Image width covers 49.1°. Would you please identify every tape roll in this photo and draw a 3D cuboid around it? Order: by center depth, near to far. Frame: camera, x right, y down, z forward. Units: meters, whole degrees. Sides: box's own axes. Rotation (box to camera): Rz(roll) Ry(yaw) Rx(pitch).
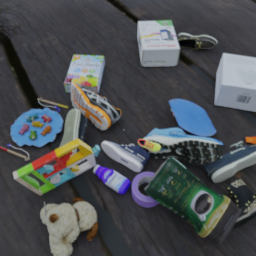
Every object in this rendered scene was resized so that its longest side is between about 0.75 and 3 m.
[{"bbox_3d":[0.641,2.002,9.110,1.058,0.449,1.058,0,53,0],"label":"tape roll"}]

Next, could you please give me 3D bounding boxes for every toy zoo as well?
[{"bbox_3d":[-2.014,1.176,8.693,2.480,1.627,0.254,-29,58,-4],"label":"toy zoo"}]

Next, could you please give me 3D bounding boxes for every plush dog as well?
[{"bbox_3d":[-1.629,2.651,8.183,1.457,1.361,1.696,-9,50,-31],"label":"plush dog"}]

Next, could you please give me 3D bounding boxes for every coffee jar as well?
[{"bbox_3d":[1.864,2.118,8.175,2.596,1.107,1.354,37,75,13],"label":"coffee jar"}]

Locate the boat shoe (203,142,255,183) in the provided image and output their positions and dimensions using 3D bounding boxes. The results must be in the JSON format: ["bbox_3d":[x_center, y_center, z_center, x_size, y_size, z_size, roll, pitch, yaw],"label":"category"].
[{"bbox_3d":[3.809,0.992,9.597,2.574,0.964,0.796,-28,53,-4],"label":"boat shoe"}]

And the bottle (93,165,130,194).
[{"bbox_3d":[-0.573,1.681,9.346,1.299,0.424,0.543,29,69,20],"label":"bottle"}]

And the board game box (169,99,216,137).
[{"bbox_3d":[2.399,-0.288,10.859,1.681,0.414,2.128,10,40,-21],"label":"board game box"}]

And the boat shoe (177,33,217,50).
[{"bbox_3d":[3.348,-4.174,13.842,1.985,0.708,0.598,14,56,19],"label":"boat shoe"}]

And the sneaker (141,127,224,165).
[{"bbox_3d":[1.895,0.405,9.740,2.816,1.104,1.266,7,41,24],"label":"sneaker"}]

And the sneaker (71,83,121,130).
[{"bbox_3d":[-1.372,-0.941,11.176,1.029,1.043,2.665,-28,59,-35],"label":"sneaker"}]

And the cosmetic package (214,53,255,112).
[{"bbox_3d":[4.785,-1.882,11.636,2.040,1.258,2.047,11,54,8],"label":"cosmetic package"}]

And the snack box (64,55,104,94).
[{"bbox_3d":[-1.917,-2.426,12.526,1.445,0.538,2.032,4,52,3],"label":"snack box"}]

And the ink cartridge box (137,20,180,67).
[{"bbox_3d":[1.401,-4.096,13.526,1.733,1.043,2.385,-2,53,-2],"label":"ink cartridge box"}]

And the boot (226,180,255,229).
[{"bbox_3d":[3.399,2.380,8.780,1.484,0.536,1.121,-28,50,-10],"label":"boot"}]

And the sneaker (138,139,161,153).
[{"bbox_3d":[0.674,0.579,9.298,0.845,0.382,0.330,14,79,23],"label":"sneaker"}]

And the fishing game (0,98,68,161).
[{"bbox_3d":[-3.532,-0.082,10.749,2.030,0.441,2.836,19,54,18],"label":"fishing game"}]

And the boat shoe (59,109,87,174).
[{"bbox_3d":[-1.921,0.490,10.007,0.882,0.736,2.365,-11,62,37],"label":"boat shoe"}]

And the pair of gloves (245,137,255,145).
[{"bbox_3d":[4.758,0.714,10.280,0.843,0.117,0.946,2,54,15],"label":"pair of gloves"}]

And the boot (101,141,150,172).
[{"bbox_3d":[-0.086,0.851,9.988,1.713,0.623,0.774,33,52,14],"label":"boot"}]
